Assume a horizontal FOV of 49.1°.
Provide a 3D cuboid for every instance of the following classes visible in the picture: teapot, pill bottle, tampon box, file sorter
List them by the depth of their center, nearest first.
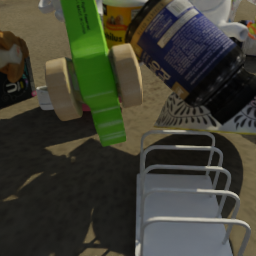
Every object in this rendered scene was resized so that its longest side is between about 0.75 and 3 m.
[{"bbox_3d":[1.068,-1.110,4.563,2.137,1.195,1.195,45,46,6],"label":"pill bottle"},{"bbox_3d":[0.903,1.146,4.689,1.516,1.360,2.184,2,33,2],"label":"file sorter"},{"bbox_3d":[-0.045,-2.024,5.355,0.882,1.614,0.882,0,36,0],"label":"pill bottle"},{"bbox_3d":[1.231,-2.828,5.870,2.270,2.240,1.658,9,-9,-7],"label":"teapot"},{"bbox_3d":[-1.317,-3.618,7.756,2.504,2.537,1.853,43,77,-2],"label":"teapot"},{"bbox_3d":[-4.073,-1.519,8.682,1.860,1.394,1.174,-28,42,-36],"label":"tampon box"},{"bbox_3d":[5.426,-3.945,12.325,2.563,1.434,1.434,12,35,17],"label":"pill bottle"}]

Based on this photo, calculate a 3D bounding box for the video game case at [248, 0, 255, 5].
[{"bbox_3d":[3.360,-3.709,7.296,0.077,0.852,0.610,-6,36,-3],"label":"video game case"}]

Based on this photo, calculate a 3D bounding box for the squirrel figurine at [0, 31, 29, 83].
[{"bbox_3d":[-3.371,-1.837,6.946,1.486,1.127,1.592,-5,33,8],"label":"squirrel figurine"}]

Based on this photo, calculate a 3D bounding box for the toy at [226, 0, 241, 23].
[{"bbox_3d":[2.355,-3.777,7.375,0.568,1.384,2.404,-1,61,3],"label":"toy"}]

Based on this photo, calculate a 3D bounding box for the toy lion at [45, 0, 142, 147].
[{"bbox_3d":[-0.540,-1.166,4.133,0.998,2.907,2.786,-13,0,-1],"label":"toy lion"}]

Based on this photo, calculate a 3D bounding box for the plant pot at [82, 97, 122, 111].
[{"bbox_3d":[-0.695,-1.399,8.186,1.650,1.843,1.843,1,33,-8],"label":"plant pot"}]

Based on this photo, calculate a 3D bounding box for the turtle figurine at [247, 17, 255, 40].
[{"bbox_3d":[3.769,-3.068,7.362,0.690,1.729,2.144,44,18,-3],"label":"turtle figurine"}]

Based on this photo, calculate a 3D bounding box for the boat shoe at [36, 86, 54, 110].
[{"bbox_3d":[-1.640,-1.068,8.267,2.230,0.729,0.820,-11,31,4],"label":"boat shoe"}]

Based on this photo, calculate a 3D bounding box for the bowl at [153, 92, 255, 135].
[{"bbox_3d":[1.903,-0.518,6.264,2.608,1.224,2.608,3,2,0],"label":"bowl"}]
